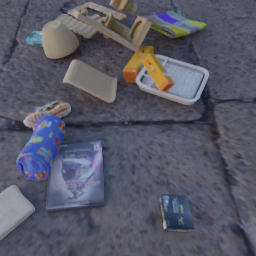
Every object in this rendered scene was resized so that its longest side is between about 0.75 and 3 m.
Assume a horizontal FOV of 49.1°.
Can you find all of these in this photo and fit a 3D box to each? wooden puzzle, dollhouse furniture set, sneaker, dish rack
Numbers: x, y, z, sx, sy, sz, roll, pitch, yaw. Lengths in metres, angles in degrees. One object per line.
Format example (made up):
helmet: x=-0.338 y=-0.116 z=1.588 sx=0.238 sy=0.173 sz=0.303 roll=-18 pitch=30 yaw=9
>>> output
wooden puzzle: x=-1.209 y=-1.536 z=9.277 sx=1.683 sy=0.313 sz=1.557 roll=22 pitch=35 yaw=-14
dollhouse furniture set: x=-0.365 y=-4.920 z=10.195 sx=2.393 sy=2.937 sz=2.793 roll=21 pitch=19 yaw=-27
sneaker: x=-2.555 y=-0.450 z=8.792 sx=1.468 sy=0.574 sz=0.567 roll=-25 pitch=42 yaw=-23
dish rack: x=1.511 y=-1.608 z=9.606 sx=2.161 sy=0.470 sz=1.854 roll=20 pitch=52 yaw=15

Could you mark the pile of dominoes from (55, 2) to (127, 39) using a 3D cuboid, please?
pile of dominoes: x=-1.682 y=-4.674 z=12.429 sx=2.284 sy=0.467 sz=2.931 roll=-36 pitch=51 yaw=-25

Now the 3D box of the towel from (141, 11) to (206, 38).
towel: x=1.854 y=-4.344 z=11.592 sx=1.919 sy=0.304 sz=2.672 roll=36 pitch=43 yaw=27

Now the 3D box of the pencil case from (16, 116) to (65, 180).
pencil case: x=-2.291 y=0.453 z=7.465 sx=0.893 sy=0.803 sz=2.057 roll=0 pitch=33 yaw=1

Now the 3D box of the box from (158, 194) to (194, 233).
box: x=1.139 y=2.033 z=6.690 sx=0.694 sy=0.224 sz=0.880 roll=8 pitch=44 yaw=-12

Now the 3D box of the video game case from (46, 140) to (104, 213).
video game case: x=-1.408 y=1.234 z=7.596 sx=1.443 sy=0.192 sz=2.020 roll=-5 pitch=50 yaw=-4

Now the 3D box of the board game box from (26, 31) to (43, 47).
board game box: x=-3.608 y=-3.672 z=11.564 sx=0.930 sy=0.218 sz=0.702 roll=13 pitch=52 yaw=10

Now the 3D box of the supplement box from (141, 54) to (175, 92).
supplement box: x=0.948 y=-1.769 z=8.950 sx=0.434 sy=0.420 sz=1.262 roll=-8 pitch=61 yaw=-49

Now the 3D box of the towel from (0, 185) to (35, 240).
towel: x=-3.116 y=2.166 z=6.809 sx=0.974 sy=0.253 sz=1.470 roll=38 pitch=60 yaw=25

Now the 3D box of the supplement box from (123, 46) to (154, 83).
supplement box: x=0.415 y=-2.347 z=10.217 sx=0.546 sy=0.565 sz=1.641 roll=8 pitch=51 yaw=28

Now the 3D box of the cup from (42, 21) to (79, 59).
cup: x=-2.709 y=-3.471 z=10.710 sx=1.388 sy=0.993 sz=1.388 roll=-9 pitch=47 yaw=10
